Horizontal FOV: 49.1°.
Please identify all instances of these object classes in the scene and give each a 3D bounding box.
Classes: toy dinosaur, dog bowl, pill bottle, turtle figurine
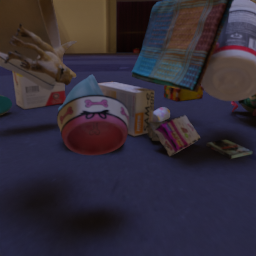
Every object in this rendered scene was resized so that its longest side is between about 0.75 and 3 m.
[{"bbox_3d":[-0.962,-0.813,3.275,0.783,0.450,1.548,23,22,-22],"label":"toy dinosaur"},{"bbox_3d":[-0.450,0.015,3.766,0.988,0.988,0.364,-3,55,-9],"label":"dog bowl"},{"bbox_3d":[2.538,-1.941,6.627,1.354,1.354,2.445,7,54,20],"label":"pill bottle"},{"bbox_3d":[4.711,-1.065,9.828,2.601,1.310,1.947,25,44,18],"label":"turtle figurine"}]

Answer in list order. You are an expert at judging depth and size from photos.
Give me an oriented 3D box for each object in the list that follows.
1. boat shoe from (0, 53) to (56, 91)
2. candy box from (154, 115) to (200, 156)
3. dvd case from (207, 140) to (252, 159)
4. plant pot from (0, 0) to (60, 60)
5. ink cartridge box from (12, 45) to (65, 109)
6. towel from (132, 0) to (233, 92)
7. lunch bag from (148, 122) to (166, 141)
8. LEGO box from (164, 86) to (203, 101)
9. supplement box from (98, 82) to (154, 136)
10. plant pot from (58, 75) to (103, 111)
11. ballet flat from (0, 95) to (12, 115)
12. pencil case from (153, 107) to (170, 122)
[{"bbox_3d":[-2.924,-1.931,7.802,2.324,0.811,0.824,30,15,-33],"label":"boat shoe"},{"bbox_3d":[1.235,0.165,6.956,1.096,0.747,0.334,-19,-17,-44],"label":"candy box"},{"bbox_3d":[2.496,0.508,6.953,0.649,0.098,0.888,-8,21,-22],"label":"dvd case"},{"bbox_3d":[-1.688,-1.710,3.884,1.116,1.662,1.662,-11,19,-5],"label":"plant pot"},{"bbox_3d":[-3.606,-2.153,11.250,1.775,2.446,1.020,-13,22,-34],"label":"ink cartridge box"},{"bbox_3d":[1.049,-2.047,6.550,0.317,2.146,2.926,15,9,-26],"label":"towel"},{"bbox_3d":[0.907,0.109,7.597,0.635,0.455,0.774,-2,14,-7],"label":"lunch bag"},{"bbox_3d":[2.512,-1.643,12.752,1.413,0.545,1.052,-9,20,-25],"label":"LEGO box"},{"bbox_3d":[-0.162,-0.651,8.590,0.743,1.273,2.020,-12,22,-38],"label":"supplement box"},{"bbox_3d":[-1.029,-0.306,7.242,1.200,1.791,1.791,-28,21,-2],"label":"plant pot"},{"bbox_3d":[-4.894,-0.586,9.450,0.755,0.755,2.172,5,20,16],"label":"ballet flat"},{"bbox_3d":[0.992,-0.367,9.055,0.481,0.441,1.061,10,20,26],"label":"pencil case"}]
